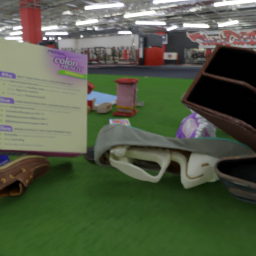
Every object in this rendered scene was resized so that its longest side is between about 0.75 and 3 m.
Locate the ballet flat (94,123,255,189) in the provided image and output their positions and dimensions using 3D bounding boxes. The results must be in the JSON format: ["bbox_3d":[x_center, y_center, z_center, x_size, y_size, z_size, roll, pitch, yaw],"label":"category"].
[{"bbox_3d":[0.774,0.602,4.782,2.789,0.940,0.888,10,47,5],"label":"ballet flat"}]

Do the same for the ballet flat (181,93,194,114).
[{"bbox_3d":[2.424,-0.463,7.963,2.336,0.787,0.744,23,45,32],"label":"ballet flat"}]

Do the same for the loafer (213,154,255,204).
[{"bbox_3d":[2.172,0.619,3.495,0.731,0.835,2.325,34,-30,-30],"label":"loafer"}]

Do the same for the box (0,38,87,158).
[{"bbox_3d":[-1.745,-0.465,5.312,1.734,1.971,0.953,4,-12,-27],"label":"box"}]

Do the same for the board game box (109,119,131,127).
[{"bbox_3d":[-0.250,-0.062,8.265,0.578,0.192,0.859,-1,15,-6],"label":"board game box"}]

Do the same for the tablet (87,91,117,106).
[{"bbox_3d":[-1.774,-1.345,12.388,2.631,0.180,1.712,15,24,23],"label":"tablet"}]

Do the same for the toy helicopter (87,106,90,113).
[{"bbox_3d":[-2.012,-0.868,10.170,1.342,0.887,0.529,15,43,-8],"label":"toy helicopter"}]

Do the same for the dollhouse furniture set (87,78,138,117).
[{"bbox_3d":[-0.833,-1.159,10.228,2.369,1.275,0.963,4,16,13],"label":"dollhouse furniture set"}]

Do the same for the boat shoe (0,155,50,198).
[{"bbox_3d":[-1.824,0.851,4.464,0.536,0.572,1.588,43,23,17],"label":"boat shoe"}]

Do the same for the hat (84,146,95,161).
[{"bbox_3d":[-0.263,0.277,6.154,1.486,0.600,1.486,-4,15,1],"label":"hat"}]

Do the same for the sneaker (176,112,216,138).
[{"bbox_3d":[1.474,0.244,6.250,0.855,0.778,1.933,-25,20,27],"label":"sneaker"}]

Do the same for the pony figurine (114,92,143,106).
[{"bbox_3d":[0.077,-1.208,11.650,1.001,0.834,0.966,-25,16,-25],"label":"pony figurine"}]

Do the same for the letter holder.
[{"bbox_3d":[2.431,-0.186,4.708,2.397,1.205,1.703,29,6,-26],"label":"letter holder"}]

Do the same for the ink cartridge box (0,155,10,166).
[{"bbox_3d":[-3.127,0.678,5.315,2.061,0.382,0.976,6,16,14],"label":"ink cartridge box"}]
